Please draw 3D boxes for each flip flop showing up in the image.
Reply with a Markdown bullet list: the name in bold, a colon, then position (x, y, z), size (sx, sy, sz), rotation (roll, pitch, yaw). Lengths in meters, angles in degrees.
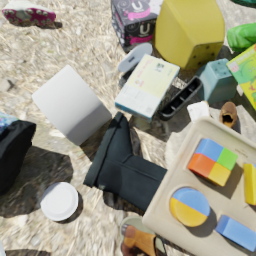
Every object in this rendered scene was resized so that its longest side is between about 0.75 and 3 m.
- **flip flop**: position (0.444, 2.877, 5.941), size (0.855, 0.607, 2.108), rotation (-17, 65, -8)

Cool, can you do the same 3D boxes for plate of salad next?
- **plate of salad**: position (-1.631, 1.757, 6.709), size (0.897, 0.215, 0.897), rotation (-2, 63, 3)

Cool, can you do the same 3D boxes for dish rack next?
- **dish rack**: position (0.823, -1.256, 8.049), size (2.109, 0.575, 1.618), rotation (40, 68, 19)

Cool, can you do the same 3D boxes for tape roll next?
- **tape roll**: position (-1.354, -0.539, 6.932), size (1.163, 1.694, 1.694), rotation (-42, 70, -3)

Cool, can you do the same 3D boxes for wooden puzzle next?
- **wooden puzzle**: position (1.990, 1.467, 5.858), size (2.517, 0.629, 2.717), rotation (30, 86, -3)

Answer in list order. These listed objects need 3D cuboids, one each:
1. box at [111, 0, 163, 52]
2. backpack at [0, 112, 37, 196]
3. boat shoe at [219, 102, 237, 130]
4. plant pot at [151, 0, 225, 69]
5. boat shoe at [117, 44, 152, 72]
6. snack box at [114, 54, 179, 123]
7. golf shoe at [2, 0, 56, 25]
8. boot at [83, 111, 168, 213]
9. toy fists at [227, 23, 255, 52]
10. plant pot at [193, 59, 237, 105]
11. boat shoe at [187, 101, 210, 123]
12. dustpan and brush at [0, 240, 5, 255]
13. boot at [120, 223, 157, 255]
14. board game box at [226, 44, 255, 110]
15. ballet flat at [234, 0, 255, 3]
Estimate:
- **box**: position (0.626, -3.486, 8.818), size (2.056, 1.180, 1.359), rotation (-18, 65, -9)
- **backpack**: position (-3.758, 0.266, 6.236), size (2.540, 1.953, 2.072), rotation (30, 99, 9)
- **boat shoe**: position (2.618, -0.253, 7.323), size (0.461, 0.433, 1.282), rotation (16, 52, 15)
- **plant pot**: position (1.822, -2.599, 8.004), size (1.585, 1.574, 1.621), rotation (-13, 61, -18)
- **boat shoe**: position (0.163, -2.040, 8.256), size (1.206, 0.514, 0.446), rotation (-41, 106, -5)
- **snack box**: position (0.523, -1.102, 7.505), size (1.050, 0.335, 1.807), rotation (26, 66, 13)
- **golf shoe**: position (-3.269, -3.965, 9.377), size (1.785, 0.672, 0.817), rotation (7, 60, 2)
- **boot**: position (0.191, 0.833, 6.857), size (1.969, 0.895, 2.344), rotation (24, 46, -4)
- **toy fists**: position (3.351, -2.539, 7.921), size (1.051, 2.061, 0.709), rotation (-1, 105, 20)
- **plant pot**: position (2.496, -1.371, 7.878), size (0.958, 0.976, 0.956), rotation (-16, 65, -8)
- **boat shoe**: position (1.878, 0.242, 7.289), size (0.670, 0.684, 1.932), rotation (-9, 61, 14)
- **dustpan and brush**: position (-3.588, 3.047, 5.532), size (2.844, 0.814, 1.985), rotation (-22, 85, 28)
- **boot**: position (0.246, 2.335, 5.483), size (0.837, 0.287, 0.788), rotation (7, 98, 41)
- **board game box**: position (3.460, -1.089, 7.001), size (0.466, 0.994, 1.958), rotation (-30, 87, -39)
- **ballet flat**: position (4.509, -4.662, 9.665), size (2.061, 0.726, 0.694), rotation (21, 61, 10)
